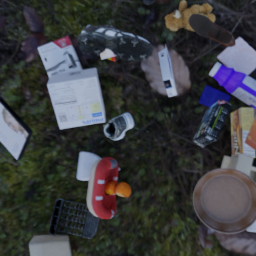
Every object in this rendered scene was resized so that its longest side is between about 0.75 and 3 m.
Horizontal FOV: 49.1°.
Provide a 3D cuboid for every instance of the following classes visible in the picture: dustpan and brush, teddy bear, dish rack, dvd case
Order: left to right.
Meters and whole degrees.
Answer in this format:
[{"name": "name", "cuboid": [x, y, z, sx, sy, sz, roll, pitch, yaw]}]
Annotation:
[{"name": "dvd case", "cuboid": [-3.879, -0.104, 8.812, 2.018, 0.177, 1.440, 45, 128, 10]}, {"name": "dish rack", "cuboid": [-1.956, 3.413, 10.424, 1.700, 0.464, 1.304, 11, 82, 1]}, {"name": "dustpan and brush", "cuboid": [-1.113, 1.519, 10.783, 1.577, 0.451, 1.101, 2, 72, 7]}, {"name": "teddy bear", "cuboid": [2.580, -4.621, 11.564, 2.058, 0.687, 1.492, 5, 79, 1]}]

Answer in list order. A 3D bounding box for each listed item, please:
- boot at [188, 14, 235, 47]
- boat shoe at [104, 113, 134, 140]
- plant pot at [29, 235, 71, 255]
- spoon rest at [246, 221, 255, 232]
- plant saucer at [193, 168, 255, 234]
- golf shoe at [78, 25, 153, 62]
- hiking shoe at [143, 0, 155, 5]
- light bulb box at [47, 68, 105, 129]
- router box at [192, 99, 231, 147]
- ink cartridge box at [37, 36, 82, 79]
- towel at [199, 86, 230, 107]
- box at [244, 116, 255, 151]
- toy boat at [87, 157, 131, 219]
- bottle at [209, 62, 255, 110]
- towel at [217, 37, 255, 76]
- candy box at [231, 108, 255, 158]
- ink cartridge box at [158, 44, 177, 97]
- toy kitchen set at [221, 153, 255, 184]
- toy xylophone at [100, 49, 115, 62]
[{"name": "boot", "cuboid": [2.813, -3.160, 9.248, 1.571, 1.686, 0.542, 38, 116, 11]}, {"name": "boat shoe", "cuboid": [-0.446, -0.011, 8.557, 0.662, 1.865, 0.672, -17, 79, -21]}, {"name": "plant pot", "cuboid": [-2.648, 4.498, 9.846, 1.260, 1.423, 1.421, -10, 81, -12]}, {"name": "spoon rest", "cuboid": [5.785, 3.807, 10.190, 2.661, 0.807, 1.322, 9, 81, 2]}, {"name": "plant saucer", "cuboid": [2.682, 1.967, 7.691, 1.775, 0.325, 1.775, 0, 91, 11]}, {"name": "golf shoe", "cuboid": [-0.313, -2.554, 8.022, 2.155, 0.838, 1.018, 10, 51, -5]}, {"name": "hiking shoe", "cuboid": [1.087, -5.928, 11.701, 0.598, 0.795, 1.579, 28, 82, 4]}, {"name": "light bulb box", "cuboid": [-1.855, -1.085, 10.390, 1.778, 1.119, 1.794, -9, 118, -2]}, {"name": "router box", "cuboid": [2.692, -0.133, 9.072, 0.426, 1.028, 1.372, 30, 71, 0]}, {"name": "ink cartridge box", "cuboid": [-2.607, -2.499, 11.180, 1.334, 0.753, 1.817, -23, 82, -4]}, {"name": "towel", "cuboid": [3.459, -1.142, 11.252, 1.064, 0.264, 0.786, 24, 89, 4]}, {"name": "box", "cuboid": [4.948, -0.338, 8.215, 1.344, 1.716, 2.758, -7, 122, -27]}, {"name": "toy boat", "cuboid": [-0.571, 2.175, 9.969, 1.402, 1.400, 2.145, 7, 91, 25]}, {"name": "bottle", "cuboid": [4.360, -1.656, 10.924, 2.478, 1.035, 0.809, 34, 83, 6]}, {"name": "towel", "cuboid": [4.597, -2.831, 11.513, 1.347, 0.227, 1.411, -42, 84, -7]}, {"name": "candy box", "cuboid": [4.324, 0.238, 10.605, 0.507, 1.059, 1.834, 1, 81, 0]}, {"name": "ink cartridge box", "cuboid": [1.185, -1.770, 8.567, 0.302, 0.767, 1.542, -13, 53, 16]}, {"name": "toy kitchen set", "cuboid": [4.559, 1.976, 9.899, 2.395, 1.919, 1.411, 18, 81, 3]}, {"name": "toy xylophone", "cuboid": [-0.773, -2.754, 9.813, 0.287, 1.141, 0.836, -19, 113, -19]}]
